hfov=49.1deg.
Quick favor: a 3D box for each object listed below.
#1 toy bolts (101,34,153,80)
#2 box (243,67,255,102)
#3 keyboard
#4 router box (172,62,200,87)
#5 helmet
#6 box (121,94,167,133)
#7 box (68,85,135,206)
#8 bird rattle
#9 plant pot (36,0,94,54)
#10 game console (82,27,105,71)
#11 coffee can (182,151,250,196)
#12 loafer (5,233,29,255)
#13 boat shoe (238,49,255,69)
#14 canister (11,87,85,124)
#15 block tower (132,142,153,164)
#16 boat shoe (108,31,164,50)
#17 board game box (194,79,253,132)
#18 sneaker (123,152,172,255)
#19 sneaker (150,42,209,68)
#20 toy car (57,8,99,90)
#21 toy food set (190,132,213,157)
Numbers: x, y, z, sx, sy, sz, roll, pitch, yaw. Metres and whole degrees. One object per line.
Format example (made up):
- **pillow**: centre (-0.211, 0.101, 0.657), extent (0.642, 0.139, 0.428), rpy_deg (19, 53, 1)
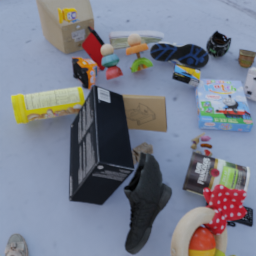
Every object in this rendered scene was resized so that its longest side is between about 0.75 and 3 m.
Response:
- **toy bolts**: centre (-0.105, -2.784, 10.953), extent (1.924, 1.334, 1.837), rpy_deg (-15, 11, 10)
- **box**: centre (4.671, -1.604, 10.328), extent (0.333, 1.106, 0.645), rpy_deg (-27, 44, -36)
- **keyboard**: centre (2.734, 2.323, 7.602), extent (1.250, 0.160, 0.751), rpy_deg (13, 50, 13)
- **router box**: centre (2.208, -2.033, 10.618), extent (1.016, 0.260, 0.758), rpy_deg (17, 55, -4)
- **helmet**: centre (3.921, -3.593, 12.205), extent (1.084, 1.033, 1.084), rpy_deg (-2, 72, 5)
- **box**: centre (0.378, -0.470, 9.033), extent (1.720, 1.406, 0.183), rpy_deg (5, 45, 17)
- **box**: centre (-0.862, 0.469, 7.902), extent (1.077, 1.927, 2.730), rpy_deg (18, 43, -27)
- **bird rattle**: centre (1.717, 2.369, 5.904), extent (1.894, 2.324, 1.309), rpy_deg (2, 9, -36)
- **plant pot**: centre (-2.576, -4.642, 12.522), extent (2.213, 2.216, 1.962), rpy_deg (-22, 62, -19)
- **game console**: centre (-1.380, -3.349, 11.838), extent (0.869, 1.465, 1.262), rpy_deg (-40, 38, 1)
- **coffee can**: centre (2.390, 1.396, 7.722), extent (1.538, 1.126, 1.126), rpy_deg (16, 51, 13)
- **loafer**: centre (-2.669, 3.181, 6.634), extent (0.535, 0.468, 1.487), rpy_deg (-11, 50, -10)
- **boat shoe**: centre (4.884, -2.877, 11.662), extent (0.732, 0.691, 2.034), rpy_deg (17, 22, 23)
- **canister**: centre (-2.621, -0.783, 9.395), extent (2.189, 0.948, 1.626), rpy_deg (-11, 7, -14)
- **block tower**: centre (0.189, 0.874, 8.684), extent (1.251, 0.338, 0.362), rpy_deg (-27, 39, -23)
- **boat shoe**: centre (0.361, -3.825, 12.339), extent (2.427, 0.753, 0.874), rpy_deg (-2, 8, -2)
- **board game box**: centre (3.396, -0.889, 10.221), extent (1.753, 0.424, 2.317), rpy_deg (4, 47, 3)
- **sneaker**: centre (0.251, 1.795, 6.763), extent (1.159, 0.667, 2.222), rpy_deg (37, 78, -18)
- **sneaker**: centre (2.167, -3.182, 11.865), extent (2.580, 0.977, 0.994), rpy_deg (11, 22, -7)
- **toy car**: centre (-1.706, -3.058, 10.734), extent (0.981, 2.948, 1.446), rpy_deg (-24, 34, -27)
- **toy food set**: centre (2.299, 0.576, 8.737), extent (0.734, 0.182, 1.154), rpy_deg (-34, 33, 18)
